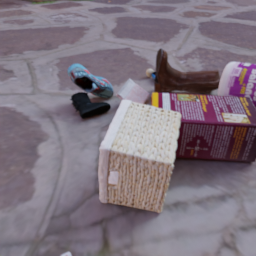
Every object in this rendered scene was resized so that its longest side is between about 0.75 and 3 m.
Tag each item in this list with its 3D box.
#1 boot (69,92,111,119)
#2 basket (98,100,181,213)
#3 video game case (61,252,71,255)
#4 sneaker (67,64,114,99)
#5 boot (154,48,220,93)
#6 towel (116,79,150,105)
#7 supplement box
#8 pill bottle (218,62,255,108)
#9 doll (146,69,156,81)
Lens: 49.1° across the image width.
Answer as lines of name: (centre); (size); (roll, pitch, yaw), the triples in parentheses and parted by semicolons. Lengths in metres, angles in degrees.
boot: (-1.348, -0.867, 9.834); (1.224, 0.453, 1.003); (-19, 54, -22)
basket: (0.279, 0.639, 6.472); (1.494, 1.841, 1.857); (11, 40, 7)
video game case: (-1.628, 3.008, 4.511); (1.935, 0.169, 1.384); (-17, 38, -24)
sneaker: (-1.318, -1.472, 10.181); (1.993, 0.790, 0.952); (25, 28, -35)
boot: (2.297, -2.043, 10.341); (2.588, 2.412, 0.831); (3, 69, 5)
towel: (0.203, -1.200, 10.201); (1.011, 0.171, 1.058); (37, 52, -5)
supplement box: (2.086, -0.061, 8.020); (2.929, 1.254, 1.616); (4, 34, 3)
pill bottle: (4.652, -1.175, 9.196); (2.978, 1.672, 1.672); (15, 36, 31)
doll: (1.601, -2.236, 12.099); (1.803, 0.437, 1.230); (15, 29, 26)
